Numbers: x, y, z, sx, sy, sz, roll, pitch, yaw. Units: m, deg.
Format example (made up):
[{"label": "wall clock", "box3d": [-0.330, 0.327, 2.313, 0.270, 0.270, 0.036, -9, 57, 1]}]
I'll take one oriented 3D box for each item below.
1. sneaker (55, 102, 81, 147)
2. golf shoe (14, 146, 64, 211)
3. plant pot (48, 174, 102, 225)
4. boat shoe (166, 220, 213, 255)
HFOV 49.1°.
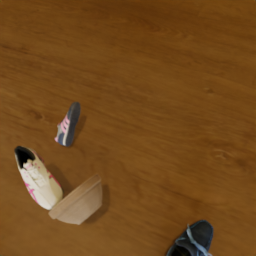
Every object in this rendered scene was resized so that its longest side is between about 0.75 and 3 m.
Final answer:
[{"label": "sneaker", "box3d": [-2.379, -0.210, 10.781, 0.720, 0.616, 1.756, 16, 87, 26]}, {"label": "golf shoe", "box3d": [-2.565, 1.380, 7.755, 0.787, 0.999, 2.169, -40, 58, -10]}, {"label": "plant pot", "box3d": [-1.254, 2.054, 7.621, 1.658, 1.658, 0.765, -37, 83, -28]}, {"label": "boat shoe", "box3d": [1.725, 3.639, 7.999, 1.073, 0.876, 2.551, 30, 56, 24]}]
